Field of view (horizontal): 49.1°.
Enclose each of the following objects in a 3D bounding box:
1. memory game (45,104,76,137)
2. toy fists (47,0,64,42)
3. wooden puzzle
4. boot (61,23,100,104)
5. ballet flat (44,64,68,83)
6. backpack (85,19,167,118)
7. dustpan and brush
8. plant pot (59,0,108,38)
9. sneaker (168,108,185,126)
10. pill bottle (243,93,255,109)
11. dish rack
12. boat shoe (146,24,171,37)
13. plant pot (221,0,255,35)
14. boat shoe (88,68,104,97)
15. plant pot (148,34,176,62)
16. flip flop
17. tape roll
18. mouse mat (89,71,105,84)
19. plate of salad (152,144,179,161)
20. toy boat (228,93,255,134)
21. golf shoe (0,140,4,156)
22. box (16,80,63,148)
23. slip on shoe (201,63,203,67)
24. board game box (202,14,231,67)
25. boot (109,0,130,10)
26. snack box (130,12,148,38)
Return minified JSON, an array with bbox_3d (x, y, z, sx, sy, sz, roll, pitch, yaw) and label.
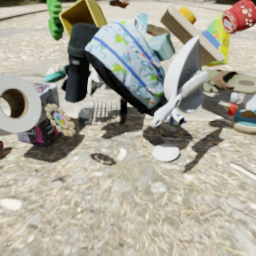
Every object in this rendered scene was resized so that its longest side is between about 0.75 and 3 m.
[{"bbox_3d":[-1.834,-0.187,7.578,1.101,1.101,0.070,20,49,30],"label":"memory game"},{"bbox_3d":[-3.445,-5.145,13.408,0.709,2.061,1.051,-8,55,-19],"label":"toy fists"},{"bbox_3d":[2.307,-3.358,10.064,2.517,0.629,2.717,42,11,-8],"label":"wooden puzzle"},{"bbox_3d":[-1.564,-2.110,9.097,0.895,1.969,2.344,12,39,-6],"label":"boot"},{"bbox_3d":[-4.068,-3.163,15.837,0.694,0.726,2.061,1,26,37],"label":"ballet flat"},{"bbox_3d":[-0.043,-1.702,7.801,2.540,1.953,2.072,22,20,-42],"label":"backpack"},{"bbox_3d":[1.374,-0.943,7.378,2.844,1.985,0.814,-37,41,-24],"label":"dustpan and brush"},{"bbox_3d":[-1.751,-4.659,12.512,1.585,1.574,1.621,-19,9,30],"label":"plant pot"},{"bbox_3d":[2.037,-0.436,11.657,0.646,0.452,1.118,9,39,7],"label":"sneaker"},{"bbox_3d":[6.059,-1.521,12.607,1.242,1.242,2.172,24,38,34],"label":"pill bottle"},{"bbox_3d":[-1.083,-0.677,11.881,2.109,0.575,1.618,-1,30,0],"label":"dish rack"},{"bbox_3d":[1.346,-4.284,12.646,1.282,0.433,0.461,26,71,15],"label":"boat shoe"},{"bbox_3d":[3.553,-3.554,9.066,0.833,0.915,0.915,-25,35,-7],"label":"plant pot"},{"bbox_3d":[-1.050,-1.933,10.448,0.684,1.932,0.670,9,47,-20],"label":"boat shoe"},{"bbox_3d":[1.329,-3.297,12.055,0.958,0.956,0.976,-1,44,39],"label":"plant pot"},{"bbox_3d":[3.266,-1.539,9.161,2.108,0.855,0.607,10,-8,17],"label":"flip flop"},{"bbox_3d":[-3.623,-0.617,8.288,1.163,1.694,1.694,-7,21,40],"label":"tape roll"},{"bbox_3d":[-0.872,-3.180,16.542,2.759,0.104,2.220,-17,35,-25],"label":"mouse mat"},{"bbox_3d":[1.292,0.862,9.643,0.897,0.215,0.897,-8,36,5],"label":"plate of salad"},{"bbox_3d":[4.780,-0.606,11.335,1.790,0.990,2.130,-11,33,-17],"label":"toy boat"},{"bbox_3d":[-4.866,0.913,9.150,0.817,0.672,1.785,7,30,18],"label":"golf shoe"},{"bbox_3d":[-3.281,-0.502,10.111,1.359,2.056,1.180,11,33,18],"label":"box"},{"bbox_3d":[4.637,-4.220,17.891,1.584,0.485,0.587,-19,34,-31],"label":"slip on shoe"},{"bbox_3d":[3.672,-3.569,11.530,0.466,1.958,0.994,7,1,-28],"label":"board game box"},{"bbox_3d":[-0.288,-5.351,11.962,0.837,0.287,0.788,1,-15,-31],"label":"boot"},{"bbox_3d":[0.207,-3.524,10.595,0.335,1.050,1.807,10,-2,-19],"label":"snack box"}]
